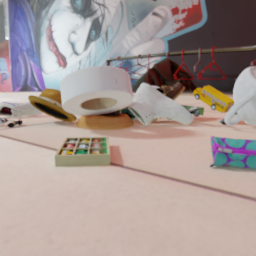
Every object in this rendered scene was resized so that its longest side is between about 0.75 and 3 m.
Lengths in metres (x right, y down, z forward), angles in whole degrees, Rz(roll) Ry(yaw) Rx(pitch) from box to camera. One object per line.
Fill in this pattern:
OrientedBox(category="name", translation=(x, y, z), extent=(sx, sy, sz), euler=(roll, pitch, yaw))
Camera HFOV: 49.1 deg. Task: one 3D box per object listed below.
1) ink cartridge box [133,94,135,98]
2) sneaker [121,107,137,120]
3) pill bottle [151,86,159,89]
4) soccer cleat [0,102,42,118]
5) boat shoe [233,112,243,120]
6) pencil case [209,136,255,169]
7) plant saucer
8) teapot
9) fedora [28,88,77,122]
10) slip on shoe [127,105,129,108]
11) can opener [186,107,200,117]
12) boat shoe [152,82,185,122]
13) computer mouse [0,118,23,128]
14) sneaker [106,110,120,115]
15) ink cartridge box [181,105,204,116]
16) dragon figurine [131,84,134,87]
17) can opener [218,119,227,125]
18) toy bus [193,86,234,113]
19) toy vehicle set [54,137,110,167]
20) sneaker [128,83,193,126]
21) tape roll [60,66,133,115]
OrientedBox(category="ink cartridge box", translation=(0.269, -1.615, 17.632), extent=(1.427, 1.032, 1.051), euler=(3, 9, 17))
OrientedBox(category="sneaker", translation=(0.278, -0.565, 13.328), extent=(1.392, 0.556, 0.497), euler=(11, -32, -24))
OrientedBox(category="pill bottle", translation=(1.223, -1.523, 15.463), extent=(1.611, 1.611, 2.784), euler=(0, 9, -1))
OrientedBox(category="soccer cleat", translation=(-5.476, -0.861, 14.441), extent=(2.447, 0.855, 1.057), euler=(-2, 29, -15))
OrientedBox(category="boat shoe", translation=(5.776, -0.811, 13.900), extent=(0.785, 0.707, 2.182), euler=(0, 10, 2))
OrientedBox(category="pencil case", translation=(2.587, 0.550, 5.985), extent=(1.609, 0.685, 0.744), euler=(2, -6, 15))
OrientedBox(category="plant saucer", translation=(-0.973, -0.322, 11.827), extent=(2.432, 0.455, 2.432), euler=(-1, 10, 0))
OrientedBox(category="teapot", translation=(5.303, -0.960, 11.219), extent=(2.845, 2.078, 2.808), euler=(21, 37, -2))
OrientedBox(category="fedora", translation=(-3.166, -1.071, 12.215), extent=(2.256, 0.920, 2.256), euler=(19, -17, 6))
OrientedBox(category="slip on shoe", translation=(0.181, -1.118, 12.855), extent=(0.527, 0.420, 1.387), euler=(31, 9, 10))
OrientedBox(category="can opener", translation=(2.661, -0.586, 12.073), extent=(0.377, 0.472, 1.413), euler=(-3, -12, -16))
OrientedBox(category="boat shoe", translation=(1.705, -1.495, 13.262), extent=(2.903, 1.021, 1.022), euler=(-45, 5, -40))
OrientedBox(category="computer mouse", translation=(-5.323, -0.224, 11.653), extent=(1.615, 0.354, 0.885), euler=(6, 15, 2))
OrientedBox(category="sneaker", translation=(-1.099, -1.179, 12.780), extent=(1.319, 0.880, 2.303), euler=(6, 18, -10))
OrientedBox(category="ink cartridge box", translation=(2.847, -0.848, 13.326), extent=(1.383, 0.410, 0.718), euler=(3, 5, -31))
OrientedBox(category="dragon figurine", translation=(-0.090, -2.120, 14.234), extent=(1.860, 0.925, 0.547), euler=(36, 1, 42))
OrientedBox(category="can opener", translation=(4.014, -0.302, 11.658), extent=(0.250, 0.314, 0.939), euler=(38, -1, 2))
OrientedBox(category="toy bus", translation=(3.806, -1.330, 12.597), extent=(0.589, 0.709, 1.811), euler=(-15, 44, -37))
OrientedBox(category="toy vehicle set", translation=(-1.096, 0.562, 7.162), extent=(1.237, 0.264, 1.991), euler=(-1, 10, -6))
OrientedBox(category="sneaker", translation=(1.293, -0.539, 11.768), extent=(2.675, 1.546, 0.986), euler=(32, -19, 2))
OrientedBox(category="tape roll", translation=(-1.135, -1.280, 10.312), extent=(2.635, 0.922, 2.635), euler=(-8, -14, -2))
